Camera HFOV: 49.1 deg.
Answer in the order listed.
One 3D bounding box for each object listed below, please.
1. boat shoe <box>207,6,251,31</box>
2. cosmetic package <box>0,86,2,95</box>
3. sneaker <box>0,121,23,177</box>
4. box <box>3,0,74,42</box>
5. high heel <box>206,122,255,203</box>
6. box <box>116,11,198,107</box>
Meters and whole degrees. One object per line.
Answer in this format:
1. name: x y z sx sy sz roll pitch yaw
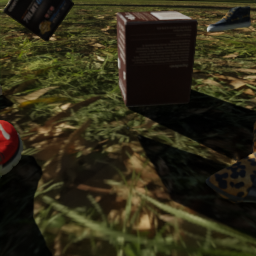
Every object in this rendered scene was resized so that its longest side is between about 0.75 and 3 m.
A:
1. boat shoe: 3.234 -3.510 9.038 1.415 0.642 0.500 -10 18 -3
2. cosmetic package: -5.107 -1.280 9.853 0.586 0.462 1.090 21 36 31
3. sneaker: -3.088 0.494 5.873 1.144 1.262 2.971 -1 29 -2
4. box: -2.900 -3.963 9.152 1.605 1.618 0.402 31 20 -36
5. high heel: 2.529 0.525 6.106 1.831 0.917 2.569 8 39 2
6. box: 0.841 -2.435 9.608 2.224 2.708 2.247 -4 29 -7
